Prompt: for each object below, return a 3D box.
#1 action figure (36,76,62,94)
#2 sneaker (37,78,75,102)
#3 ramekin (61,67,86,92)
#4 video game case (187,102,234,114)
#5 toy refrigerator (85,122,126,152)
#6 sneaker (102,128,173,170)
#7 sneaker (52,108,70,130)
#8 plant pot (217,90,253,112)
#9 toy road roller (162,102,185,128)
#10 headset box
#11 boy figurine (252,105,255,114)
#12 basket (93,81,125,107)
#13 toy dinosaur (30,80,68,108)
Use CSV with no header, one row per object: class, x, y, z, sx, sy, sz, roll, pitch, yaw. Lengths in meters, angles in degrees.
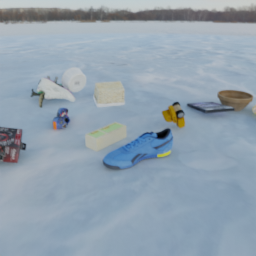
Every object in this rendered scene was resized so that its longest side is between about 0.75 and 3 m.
action figure,-4.380,-2.258,15.175,1.373,0.636,2.324,3,27,-2
sneaker,-3.401,-1.596,13.210,1.820,0.907,0.681,28,-11,-6
ramekin,-2.607,-2.303,13.648,1.165,1.165,0.568,-20,48,-38
video game case,3.535,-0.902,12.198,1.304,0.173,1.825,-5,14,-12
toy refrigerator,-0.733,0.253,9.510,0.549,0.506,1.446,20,31,37
sneaker,0.310,0.536,8.338,2.331,0.914,0.768,-14,34,-23
sneaker,-2.529,-0.335,10.967,0.558,0.536,1.422,7,33,-2
plant pot,4.730,-1.180,12.527,1.502,0.693,1.502,1,24,-1
toy road roller,1.673,-0.421,10.388,0.737,1.009,0.620,-19,49,3
headset box,-3.827,0.461,8.281,1.541,0.578,1.145,7,25,-20
boy figurine,5.962,-0.783,11.538,1.568,0.813,2.522,5,26,17
basket,-0.883,-1.587,13.038,1.357,0.837,0.920,-7,42,-16
toy dinosaur,-4.084,-1.835,14.068,1.309,0.705,2.970,16,30,11
